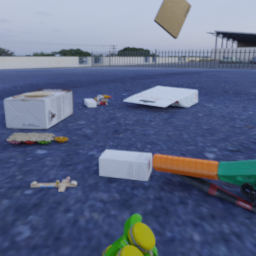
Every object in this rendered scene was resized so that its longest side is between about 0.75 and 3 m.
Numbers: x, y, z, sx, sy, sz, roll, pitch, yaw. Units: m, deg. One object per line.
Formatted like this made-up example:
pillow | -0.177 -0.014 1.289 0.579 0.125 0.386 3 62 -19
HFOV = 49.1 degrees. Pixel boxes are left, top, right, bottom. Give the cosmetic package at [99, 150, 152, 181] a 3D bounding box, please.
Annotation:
cosmetic package | -0.047 0.712 5.468 0.957 0.406 0.515 3 16 14

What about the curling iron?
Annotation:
curling iron | 1.466 0.968 4.742 1.796 0.230 0.445 10 54 45

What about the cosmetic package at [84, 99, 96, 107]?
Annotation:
cosmetic package | -1.733 -1.133 12.807 0.405 0.248 0.980 -4 15 -15

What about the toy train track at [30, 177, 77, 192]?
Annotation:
toy train track | -1.330 0.980 5.006 0.804 0.131 0.461 -1 15 -2

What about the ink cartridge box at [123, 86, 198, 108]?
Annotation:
ink cartridge box | 1.529 -1.201 12.716 2.289 0.708 2.823 13 29 38

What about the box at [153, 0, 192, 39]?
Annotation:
box | 1.577 -4.021 9.817 1.134 1.388 0.148 28 -7 -31

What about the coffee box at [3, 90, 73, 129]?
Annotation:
coffee box | -2.995 -0.722 9.794 1.402 0.977 2.452 2 15 8

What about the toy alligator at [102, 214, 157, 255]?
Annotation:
toy alligator | -0.054 1.459 2.508 0.526 0.575 1.938 43 22 3

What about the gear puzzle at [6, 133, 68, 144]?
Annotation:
gear puzzle | -2.372 0.315 7.491 1.524 0.200 0.789 1 12 -9

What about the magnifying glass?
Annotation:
magnifying glass | 1.784 0.728 4.517 2.898 0.325 1.154 3 -28 27

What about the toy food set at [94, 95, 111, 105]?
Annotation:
toy food set | -1.163 -1.279 12.982 0.411 0.436 0.913 6 12 21
